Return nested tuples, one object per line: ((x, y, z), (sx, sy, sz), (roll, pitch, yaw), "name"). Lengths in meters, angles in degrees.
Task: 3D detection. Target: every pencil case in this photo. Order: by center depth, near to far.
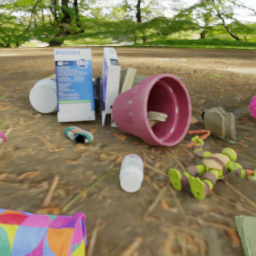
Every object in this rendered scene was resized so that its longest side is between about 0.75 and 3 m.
((-2.002, 1.843, 4.608), (2.664, 1.177, 1.177), (4, 21, 8), "pencil case")

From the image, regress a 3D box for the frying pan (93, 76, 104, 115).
((-1.287, -1.044, 11.826), (0.461, 1.711, 2.829), (2, 42, -7), "frying pan")

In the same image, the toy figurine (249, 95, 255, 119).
((6.144, -0.805, 11.282), (2.232, 1.821, 2.425), (7, -2, 43), "toy figurine")

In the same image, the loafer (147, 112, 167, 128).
((0.663, -0.207, 9.659), (0.609, 0.549, 1.608), (7, -10, -42), "loafer")

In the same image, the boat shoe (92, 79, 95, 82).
((-1.546, -1.865, 14.359), (2.873, 1.033, 0.931), (2, 32, -9), "boat shoe")

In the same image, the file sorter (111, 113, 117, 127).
((-0.096, -0.404, 11.111), (1.015, 0.632, 0.705), (7, 22, 16), "file sorter")

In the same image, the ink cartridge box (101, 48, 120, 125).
((-0.790, -1.706, 11.444), (0.545, 2.511, 2.488), (3, 30, -11), "ink cartridge box")

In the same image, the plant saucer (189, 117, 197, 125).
((2.419, -0.332, 11.611), (0.856, 0.138, 0.856), (-1, 21, 0), "plant saucer")

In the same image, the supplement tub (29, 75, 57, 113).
((-3.496, -1.602, 13.003), (1.509, 1.509, 2.075), (3, 21, 8), "supplement tub")

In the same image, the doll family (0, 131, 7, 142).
((-4.736, 0.599, 7.822), (2.691, 1.212, 1.670), (24, 43, 23), "doll family")

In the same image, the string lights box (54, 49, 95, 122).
((-2.145, -1.680, 11.210), (1.442, 2.807, 0.828), (-3, 3, -11), "string lights box")

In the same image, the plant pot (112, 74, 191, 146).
((0.654, -0.577, 9.619), (2.328, 2.328, 2.084), (-18, 13, -40), "plant pot")

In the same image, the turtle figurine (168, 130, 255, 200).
((2.077, 0.969, 7.232), (2.126, 0.849, 2.636), (-23, 37, -31), "turtle figurine")

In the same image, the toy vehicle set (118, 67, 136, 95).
((-0.441, -1.720, 12.202), (0.342, 1.603, 2.581), (16, 1, -19), "toy vehicle set")

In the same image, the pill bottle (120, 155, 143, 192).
((0.086, 1.147, 7.125), (0.576, 0.576, 1.016), (1, 21, 4), "pill bottle")

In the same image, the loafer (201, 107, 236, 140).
((3.128, -0.136, 9.822), (0.836, 0.943, 2.480), (-8, 11, 7), "loafer")

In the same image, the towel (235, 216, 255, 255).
((2.604, 2.143, 4.940), (1.176, 0.289, 1.585), (5, 20, 9), "towel")

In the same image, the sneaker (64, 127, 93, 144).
((-1.809, 0.263, 9.646), (1.189, 0.424, 0.475), (13, 20, 26), "sneaker")
